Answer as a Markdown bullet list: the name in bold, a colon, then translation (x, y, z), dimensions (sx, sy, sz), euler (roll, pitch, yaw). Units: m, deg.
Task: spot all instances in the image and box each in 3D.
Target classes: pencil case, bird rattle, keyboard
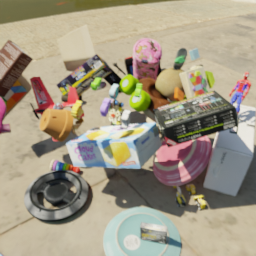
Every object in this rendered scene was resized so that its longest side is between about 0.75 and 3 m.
- **pencil case**: translation (0.794, -2.700, 12.274), dimensions (1.150, 2.777, 1.201), euler (-10, 75, -2)
- **bird rattle**: translation (1.698, -0.828, 13.504), dimensions (2.835, 1.597, 2.311), euler (7, 54, 14)
- **keyboard**: translation (-0.573, -2.292, 12.330), dimensions (0.910, 1.433, 0.148), euler (-46, 6, 0)

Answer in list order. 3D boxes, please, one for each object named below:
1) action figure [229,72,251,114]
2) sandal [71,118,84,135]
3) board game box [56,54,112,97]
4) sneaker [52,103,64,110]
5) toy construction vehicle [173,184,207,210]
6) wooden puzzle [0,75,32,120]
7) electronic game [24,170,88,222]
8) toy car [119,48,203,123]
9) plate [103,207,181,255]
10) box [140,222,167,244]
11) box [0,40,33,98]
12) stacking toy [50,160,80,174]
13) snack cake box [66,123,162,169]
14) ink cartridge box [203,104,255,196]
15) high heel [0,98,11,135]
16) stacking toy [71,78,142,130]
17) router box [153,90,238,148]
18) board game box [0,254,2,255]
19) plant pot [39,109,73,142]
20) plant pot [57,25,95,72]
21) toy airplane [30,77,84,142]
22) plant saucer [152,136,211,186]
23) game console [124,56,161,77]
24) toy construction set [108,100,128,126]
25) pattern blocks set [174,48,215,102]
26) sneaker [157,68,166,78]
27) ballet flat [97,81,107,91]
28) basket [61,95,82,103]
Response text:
- **action figure**: translation (3.885, -1.109, 9.882), dimensions (0.460, 1.778, 0.582), euler (17, 5, -46)
- **sandal**: translation (-1.987, -0.233, 10.708), dimensions (0.599, 1.821, 0.668), euler (-17, 73, -3)
- **board game box**: translation (-1.616, -1.922, 10.692), dimensions (1.886, 0.535, 1.559), euler (-35, -1, 7)
- **sneaker**: translation (-2.386, -0.590, 9.239), dimensions (0.436, 0.525, 1.100), euler (31, 8, -15)
- **toy construction vehicle**: translation (2.188, 2.406, 10.008), dimensions (0.984, 0.398, 1.131), euler (-5, 38, -7)
- **wooden puzzle**: translation (-4.794, -1.402, 10.972), dimensions (0.364, 1.807, 1.953), euler (26, 72, 25)
- **electronic game**: translation (-2.546, 2.352, 10.013), dimensions (2.238, 0.466, 2.238), euler (1, 37, -1)
- **toy car**: translation (1.505, -1.710, 10.794), dimensions (2.271, 2.765, 2.182), euler (26, 24, -40)
- **plate**: translation (0.439, 3.433, 8.747), dimensions (2.444, 0.312, 2.444), euler (1, 38, -1)
- **box**: translation (0.768, 3.156, 8.387), dimensions (0.806, 0.638, 0.195), euler (6, 38, 13)
- **box**: translation (-4.105, -1.971, 9.419), dimensions (0.851, 0.637, 1.699), euler (41, 93, 20)
- **stacking toy**: translation (-2.470, 1.594, 11.063), dimensions (1.156, 0.493, 0.493), euler (11, 39, 7)
- **snack cake box**: translation (-0.467, 0.575, 9.236), dimensions (2.715, 0.912, 1.561), euler (-4, 20, 34)
- **ink cartridge box**: translation (3.915, 0.745, 10.713), dimensions (1.255, 2.173, 2.977), euler (15, 41, 15)
- **high heel**: translation (-4.235, -0.392, 8.927), dimensions (0.668, 0.469, 1.394), euler (-7, 69, -38)
- **stacking toy**: translation (-0.528, -0.842, 8.059), dimensions (1.538, 0.479, 2.040), euler (12, 44, 10)
- **router box**: translation (1.954, -0.319, 8.483), dimensions (2.150, 0.668, 1.611), euler (-17, 25, 4)
- **board game box**: translation (-4.225, 3.884, 8.256), dimensions (0.970, 0.178, 0.734), euler (23, 43, 27)
- **plant pot**: translation (-2.072, -0.141, 7.956), dimensions (0.657, 0.939, 0.939), euler (22, 24, -35)
- **plant pot**: translation (-2.097, -3.090, 11.528), dimensions (1.295, 1.460, 1.462), euler (-16, 81, -7)
- **toy airplane**: translation (-2.559, -0.773, 9.998), dimensions (2.508, 2.508, 0.461), euler (18, 30, 22)
- **plant saucer**: translation (1.885, 0.973, 10.604), dimensions (2.480, 0.629, 2.480), euler (-31, 34, 23)
- **game console**: translation (0.770, -2.925, 13.537), dimensions (1.738, 1.032, 1.498), euler (-14, 1, 0)
- **toy construction set**: translation (-0.399, -0.466, 9.547), dimensions (0.634, 0.902, 1.376), euler (4, -5, 13)
- **pattern blocks set**: translation (2.509, -1.468, 10.265), dimensions (2.341, 2.663, 0.216), euler (-40, 21, -32)
- **sneaker**: translation (2.041, -3.466, 17.634), dimensions (1.744, 0.524, 0.909), euler (28, 45, 24)
- **ballet flat**: translation (-1.333, -1.964, 13.297), dimensions (0.406, 0.395, 1.142), euler (-48, 17, -11)
- **basket**: translation (-3.009, -1.637, 15.153), dimensions (0.921, 0.626, 0.830), euler (15, 45, 13)
